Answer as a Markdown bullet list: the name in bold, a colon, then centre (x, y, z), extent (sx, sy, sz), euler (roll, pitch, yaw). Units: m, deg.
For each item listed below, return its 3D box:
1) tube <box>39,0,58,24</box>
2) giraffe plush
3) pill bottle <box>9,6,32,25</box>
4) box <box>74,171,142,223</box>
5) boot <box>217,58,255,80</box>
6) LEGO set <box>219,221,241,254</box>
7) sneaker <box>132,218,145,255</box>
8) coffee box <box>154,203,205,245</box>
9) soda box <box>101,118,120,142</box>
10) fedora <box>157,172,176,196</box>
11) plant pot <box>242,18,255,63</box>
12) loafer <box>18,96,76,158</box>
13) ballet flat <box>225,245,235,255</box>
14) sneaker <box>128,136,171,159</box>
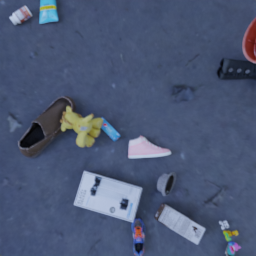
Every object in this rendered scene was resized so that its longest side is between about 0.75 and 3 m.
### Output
- **tube**: centre (-3.447, -5.526, 12.035), extent (0.820, 0.534, 2.117), euler (-5, 84, 13)
- **giraffe plush**: centre (-1.867, -0.106, 10.420), extent (1.253, 1.545, 1.333), euler (27, 81, 22)
- **pill bottle**: centre (-4.556, -4.730, 11.857), extent (0.848, 0.475, 0.475), euler (-35, 81, -5)
- **box**: centre (-0.729, 2.531, 10.363), extent (2.241, 0.674, 1.307), euler (17, 80, 3)
- **boot**: centre (4.595, -2.601, 11.041), extent (1.852, 0.608, 1.527), euler (5, 124, 2)
- **LEGO set**: centre (3.747, 3.909, 10.074), extent (0.472, 0.438, 1.149), euler (-25, 48, 12)
- **sneaker**: centre (0.401, 3.979, 10.162), extent (0.512, 0.533, 1.359), euler (-5, 79, -2)
- **coffee box**: centre (1.809, 3.413, 10.075), extent (1.624, 0.918, 0.648), euler (29, 81, 6)
- **soda box**: centre (-0.773, 0.067, 11.004), extent (0.322, 0.340, 1.003), euler (-43, 82, -7)
- **fedora**: centre (1.393, 2.057, 10.501), extent (0.436, 0.855, 0.966), euler (15, 72, 33)
- **plant pot**: centre (5.175, -2.699, 9.141), extent (1.899, 1.953, 1.953), euler (16, 78, -30)
- **loafer**: centre (-3.059, -0.051, 10.675), extent (1.055, 1.026, 2.890), euler (35, 81, 6)
- **ballet flat**: centre (3.642, 4.634, 10.100), extent (0.333, 0.329, 0.977), euler (22, 53, -2)
- **sneaker**: centre (0.799, 0.712, 10.734), extent (1.640, 0.617, 0.857), euler (-3, 84, 4)
